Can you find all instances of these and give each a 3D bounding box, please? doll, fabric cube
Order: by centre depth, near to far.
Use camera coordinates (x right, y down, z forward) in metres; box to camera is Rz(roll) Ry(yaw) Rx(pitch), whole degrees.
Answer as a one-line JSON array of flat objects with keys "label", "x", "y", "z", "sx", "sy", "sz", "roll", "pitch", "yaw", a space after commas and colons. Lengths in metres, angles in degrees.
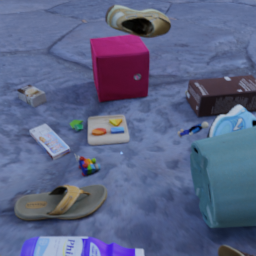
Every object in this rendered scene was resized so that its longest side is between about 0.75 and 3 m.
[{"label": "doll", "x": 1.815, "y": 0.054, "z": 7.752, "sx": 0.915, "sy": 0.222, "sz": 0.624, "roll": -23, "pitch": 7, "yaw": 43}, {"label": "fabric cube", "x": -0.407, "y": -2.652, "z": 12.256, "sx": 2.177, "sy": 2.142, "sz": 2.184, "roll": -8, "pitch": 38, "yaw": -10}]

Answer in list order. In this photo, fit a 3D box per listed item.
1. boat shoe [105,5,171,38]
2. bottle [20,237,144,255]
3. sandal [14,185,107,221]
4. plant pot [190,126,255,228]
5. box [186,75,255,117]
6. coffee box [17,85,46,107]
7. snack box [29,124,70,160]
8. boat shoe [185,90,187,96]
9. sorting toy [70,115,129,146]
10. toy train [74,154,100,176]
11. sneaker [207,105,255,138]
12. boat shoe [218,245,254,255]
[{"label": "boat shoe", "x": 0.579, "y": -3.492, "z": 9.676, "sx": 2.789, "sy": 0.999, "sz": 1.062, "roll": -12, "pitch": 43, "yaw": -36}, {"label": "bottle", "x": -0.950, "y": 2.875, "z": 5.894, "sx": 2.565, "sy": 0.837, "sz": 1.071, "roll": 1, "pitch": 48, "yaw": 0}, {"label": "sandal", "x": -1.775, "y": 1.882, "z": 7.395, "sx": 2.463, "sy": 0.665, "sz": 0.989, "roll": -5, "pitch": 37, "yaw": -6}, {"label": "plant pot", "x": 3.131, "y": 1.151, "z": 6.852, "sx": 2.800, "sy": 2.859, "sz": 2.859, "roll": -9, "pitch": 37, "yaw": 1}, {"label": "box", "x": 3.974, "y": -1.338, "z": 11.436, "sx": 2.828, "sy": 1.060, "sz": 1.416, "roll": -7, "pitch": 38, "yaw": -7}, {"label": "coffee box", "x": -4.115, "y": -1.376, "z": 11.950, "sx": 1.139, "sy": 0.454, "sz": 0.651, "roll": 27, "pitch": 44, "yaw": 31}, {"label": "snack box", "x": -2.738, "y": 0.446, "z": 9.701, "sx": 0.641, "sy": 0.217, "sz": 1.782, "roll": -26, "pitch": 44, "yaw": -31}, {"label": "boat shoe", "x": 3.037, "y": -1.600, "z": 12.328, "sx": 1.233, "sy": 0.456, "sz": 0.409, "roll": -8, "pitch": 24, "yaw": -14}, {"label": "sorting toy", "x": -1.081, "y": 0.027, "z": 10.185, "sx": 2.113, "sy": 0.311, "sz": 1.562, "roll": -4, "pitch": 37, "yaw": -6}, {"label": "toy train", "x": -1.277, "y": 1.050, "z": 8.782, "sx": 0.562, "sy": 0.411, "sz": 0.972, "roll": -6, "pitch": 36, "yaw": -26}, {"label": "sneaker", "x": 3.614, "y": 0.147, "z": 9.399, "sx": 1.282, "sy": 1.117, "sz": 2.850, "roll": 33, "pitch": 48, "yaw": 32}, {"label": "boat shoe", "x": 2.663, "y": 3.032, "z": 6.111, "sx": 1.402, "sy": 0.506, "sz": 0.505, "roll": 20, "pitch": 10, "yaw": 41}]
